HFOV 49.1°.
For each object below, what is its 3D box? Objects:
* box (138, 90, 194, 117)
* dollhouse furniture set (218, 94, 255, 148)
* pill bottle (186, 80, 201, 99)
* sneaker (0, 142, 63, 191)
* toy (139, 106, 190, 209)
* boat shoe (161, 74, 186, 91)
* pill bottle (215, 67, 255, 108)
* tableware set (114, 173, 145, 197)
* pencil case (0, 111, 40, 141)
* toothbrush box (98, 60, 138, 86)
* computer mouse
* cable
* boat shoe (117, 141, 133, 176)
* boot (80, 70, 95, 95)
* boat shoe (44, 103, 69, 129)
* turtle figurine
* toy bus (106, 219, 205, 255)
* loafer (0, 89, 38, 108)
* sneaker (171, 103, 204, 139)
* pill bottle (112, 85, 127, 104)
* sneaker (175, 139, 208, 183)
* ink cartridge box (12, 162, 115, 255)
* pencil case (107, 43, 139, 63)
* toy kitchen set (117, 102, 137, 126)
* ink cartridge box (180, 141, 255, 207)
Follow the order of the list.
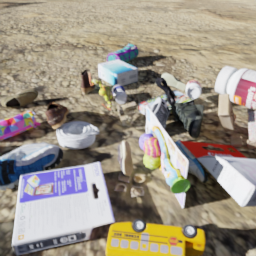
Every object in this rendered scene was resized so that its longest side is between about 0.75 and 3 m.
[{"bbox_3d":[1.641,-0.977,12.026,2.192,0.381,1.206,-23,39,-31],"label":"box"},{"bbox_3d":[4.488,-0.275,9.071,2.825,1.251,1.464,-3,60,27],"label":"dollhouse furniture set"},{"bbox_3d":[2.815,-1.646,12.070,0.655,0.655,1.195,7,21,11],"label":"pill bottle"},{"bbox_3d":[-3.344,1.056,8.523,2.541,0.953,1.101,-17,29,-39],"label":"sneaker"},{"bbox_3d":[0.805,0.771,8.117,0.684,1.669,2.898,-13,35,-15],"label":"toy"},{"bbox_3d":[2.137,-2.143,13.101,1.288,0.458,0.403,28,16,0],"label":"boat shoe"},{"bbox_3d":[5.041,-1.546,11.366,2.688,1.473,1.473,28,42,35],"label":"pill bottle"},{"bbox_3d":[0.072,1.635,8.191,0.854,0.119,1.022,5,33,8],"label":"tableware set"},{"bbox_3d":[-4.199,-0.071,10.328,1.694,0.749,0.749,-26,41,-32],"label":"pencil case"},{"bbox_3d":[-0.547,-2.866,14.604,1.329,0.774,1.815,-22,39,-31],"label":"toothbrush box"},{"bbox_3d":[1.186,-0.710,10.794,0.520,1.299,2.370,-7,46,41],"label":"computer mouse"},{"bbox_3d":[-1.851,0.238,10.040,1.375,0.476,1.375,-22,37,-31],"label":"cable"},{"bbox_3d":[-0.128,0.981,8.746,0.391,0.434,1.207,-29,51,33],"label":"boat shoe"},{"bbox_3d":[-1.912,-2.298,13.455,0.462,1.062,1.277,8,34,13],"label":"boot"},{"bbox_3d":[-2.732,-0.617,10.642,0.746,0.745,2.118,-34,18,-2],"label":"boat shoe"},{"bbox_3d":[-1.018,-1.595,12.014,0.573,1.780,1.435,-31,3,9],"label":"turtle figurine"},{"bbox_3d":[0.603,2.562,6.128,2.061,0.671,0.807,4,45,6],"label":"toy bus"},{"bbox_3d":[-4.697,-1.212,12.248,1.619,0.615,0.546,-23,39,-16],"label":"loafer"},{"bbox_3d":[2.170,-0.307,10.563,1.277,0.852,2.229,8,31,11],"label":"sneaker"},{"bbox_3d":[-0.379,-1.504,12.671,0.576,0.576,0.996,-5,34,-8],"label":"pill bottle"},{"bbox_3d":[1.780,1.144,8.664,0.746,0.645,1.721,-35,43,0],"label":"sneaker"},{"bbox_3d":[-1.680,1.946,7.324,2.324,0.504,2.303,-9,34,-10],"label":"ink cartridge box"},{"bbox_3d":[-0.285,-4.316,16.675,0.927,1.006,2.178,48,46,2],"label":"pencil case"},{"bbox_3d":[-0.008,-0.662,10.787,0.733,0.663,0.812,-16,47,-1],"label":"toy kitchen set"},{"bbox_3d":[3.235,0.994,8.014,2.407,0.845,2.961,7,31,-27],"label":"ink cartridge box"}]
